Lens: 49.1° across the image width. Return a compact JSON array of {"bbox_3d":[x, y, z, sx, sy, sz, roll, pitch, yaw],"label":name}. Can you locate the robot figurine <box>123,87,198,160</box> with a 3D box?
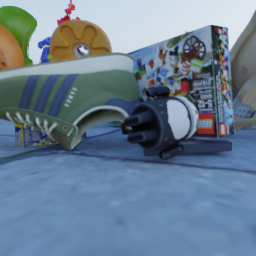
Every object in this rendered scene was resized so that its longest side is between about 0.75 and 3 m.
[{"bbox_3d":[0.450,-0.073,3.600,1.017,0.764,0.635,-13,39,-37],"label":"robot figurine"}]

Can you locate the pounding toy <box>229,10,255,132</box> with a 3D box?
[{"bbox_3d":[2.838,-0.901,5.252,1.629,2.848,1.634,-8,50,-31],"label":"pounding toy"}]

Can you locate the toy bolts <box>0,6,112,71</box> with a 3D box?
[{"bbox_3d":[-1.549,-1.699,4.431,2.639,2.763,1.916,16,35,0],"label":"toy bolts"}]

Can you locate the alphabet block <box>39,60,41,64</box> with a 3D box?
[{"bbox_3d":[-2.712,-1.698,11.228,1.506,1.514,1.542,6,-8,6],"label":"alphabet block"}]

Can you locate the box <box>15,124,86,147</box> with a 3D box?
[{"bbox_3d":[-1.400,0.071,5.166,1.223,0.393,0.429,-4,8,-39],"label":"box"}]

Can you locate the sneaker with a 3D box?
[{"bbox_3d":[-1.151,-0.258,4.311,2.811,1.262,0.943,-12,-9,-5],"label":"sneaker"}]

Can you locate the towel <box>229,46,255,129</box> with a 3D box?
[{"bbox_3d":[3.439,-1.414,8.396,0.506,2.928,2.819,34,0,-20],"label":"towel"}]

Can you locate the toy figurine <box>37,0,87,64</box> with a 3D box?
[{"bbox_3d":[-1.755,-2.132,8.457,1.745,1.536,2.912,-16,-32,16],"label":"toy figurine"}]

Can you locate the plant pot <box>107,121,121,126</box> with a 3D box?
[{"bbox_3d":[0.036,-0.604,8.000,0.974,1.214,1.214,8,0,-38],"label":"plant pot"}]

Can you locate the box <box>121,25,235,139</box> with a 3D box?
[{"bbox_3d":[0.620,-0.616,4.576,0.410,1.486,2.175,-8,5,-36],"label":"box"}]

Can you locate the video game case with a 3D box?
[{"bbox_3d":[0.902,0.198,4.793,1.235,0.164,1.728,-3,5,5],"label":"video game case"}]
